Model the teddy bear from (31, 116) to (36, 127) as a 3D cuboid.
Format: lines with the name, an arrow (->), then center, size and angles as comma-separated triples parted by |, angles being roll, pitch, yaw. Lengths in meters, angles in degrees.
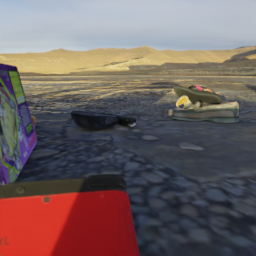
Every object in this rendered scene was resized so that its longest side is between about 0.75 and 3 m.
teddy bear -> -2.827, -0.199, 6.952 | 1.056, 0.486, 1.456 | -1, 13, -15

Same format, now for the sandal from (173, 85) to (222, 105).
sandal -> 2.336, -1.151, 9.364 | 1.721, 0.646, 0.388 | 18, 65, 33

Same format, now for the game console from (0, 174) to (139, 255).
game console -> -1.074, 1.044, 2.004 | 2.153, 1.278, 1.856 | -3, 44, -11

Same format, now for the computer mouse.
computer mouse -> -0.697, -0.151, 7.044 | 1.626, 0.429, 1.126 | 3, 7, -42

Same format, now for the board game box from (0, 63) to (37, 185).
board game box -> -1.876, -0.188, 4.234 | 0.416, 1.545, 2.575 | -17, 13, -8

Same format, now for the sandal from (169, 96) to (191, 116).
sandal -> 1.875, -0.771, 9.342 | 0.610, 0.547, 1.663 | 8, 15, 35

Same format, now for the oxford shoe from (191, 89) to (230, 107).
oxford shoe -> 2.831, -1.012, 9.950 | 0.707, 0.751, 2.008 | -8, 15, -31

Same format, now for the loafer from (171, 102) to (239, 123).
loafer -> 2.186, -0.509, 8.052 | 1.891, 0.595, 0.679 | 4, 13, 19
